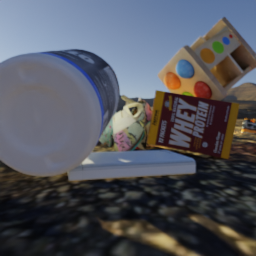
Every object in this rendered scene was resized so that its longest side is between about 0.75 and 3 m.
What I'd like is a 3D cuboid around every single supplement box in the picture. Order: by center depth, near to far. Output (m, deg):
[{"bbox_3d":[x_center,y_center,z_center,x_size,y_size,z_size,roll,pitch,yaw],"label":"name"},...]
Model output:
[{"bbox_3d":[1.575,-0.142,7.220,1.897,1.277,1.923,10,6,9],"label":"supplement box"}]

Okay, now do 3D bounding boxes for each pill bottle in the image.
[{"bbox_3d":[-1.035,-0.515,4.903,1.669,1.669,2.933,0,17,5],"label":"pill bottle"}]

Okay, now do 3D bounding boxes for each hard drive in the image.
[{"bbox_3d":[-0.044,0.631,5.050,2.067,0.276,1.364,0,3,-15],"label":"hard drive"}]

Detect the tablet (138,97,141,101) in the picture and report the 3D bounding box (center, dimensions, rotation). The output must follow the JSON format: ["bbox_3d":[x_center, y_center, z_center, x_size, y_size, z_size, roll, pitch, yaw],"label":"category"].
[{"bbox_3d":[0.190,-0.496,12.137,0.106,1.559,1.014,23,43,-1],"label":"tablet"}]

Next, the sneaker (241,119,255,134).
[{"bbox_3d":[6.464,-0.088,14.473,0.758,0.748,1.936,0,1,41],"label":"sneaker"}]

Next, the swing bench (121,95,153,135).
[{"bbox_3d":[1.625,-0.536,12.939,2.863,1.867,2.878,2,1,44],"label":"swing bench"}]

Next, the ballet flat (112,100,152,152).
[{"bbox_3d":[0.081,-0.161,7.663,0.872,0.898,2.522,-24,13,27],"label":"ballet flat"}]

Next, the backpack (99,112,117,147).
[{"bbox_3d":[-0.601,-0.018,8.407,0.758,0.988,0.869,-7,38,-33],"label":"backpack"}]

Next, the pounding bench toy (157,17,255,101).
[{"bbox_3d":[2.266,-1.650,9.383,2.310,1.840,2.962,-39,-1,-23],"label":"pounding bench toy"}]

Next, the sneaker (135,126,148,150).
[{"bbox_3d":[0.225,0.298,8.491,0.694,0.629,1.633,-5,2,10],"label":"sneaker"}]
